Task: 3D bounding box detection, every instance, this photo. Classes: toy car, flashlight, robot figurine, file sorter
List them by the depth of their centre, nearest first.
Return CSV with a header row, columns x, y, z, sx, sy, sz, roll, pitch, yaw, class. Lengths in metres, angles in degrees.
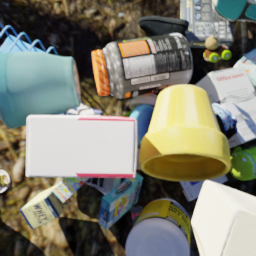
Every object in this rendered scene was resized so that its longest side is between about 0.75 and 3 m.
x,y,z,sx,sy,sz,roll,pitch,yaw,class
2.377,-2.279,7.614,0.662,0.690,0.840,-12,112,3,toy car
1.108,0.117,8.694,2.844,2.132,2.489,13,77,-3,toy car
0.356,3.138,8.888,0.425,0.424,1.251,-8,76,-9,flashlight
3.896,1.139,8.919,1.599,1.403,0.925,-10,110,-23,robot figurine
-3.780,-2.344,9.671,2.437,1.495,1.691,27,79,6,file sorter

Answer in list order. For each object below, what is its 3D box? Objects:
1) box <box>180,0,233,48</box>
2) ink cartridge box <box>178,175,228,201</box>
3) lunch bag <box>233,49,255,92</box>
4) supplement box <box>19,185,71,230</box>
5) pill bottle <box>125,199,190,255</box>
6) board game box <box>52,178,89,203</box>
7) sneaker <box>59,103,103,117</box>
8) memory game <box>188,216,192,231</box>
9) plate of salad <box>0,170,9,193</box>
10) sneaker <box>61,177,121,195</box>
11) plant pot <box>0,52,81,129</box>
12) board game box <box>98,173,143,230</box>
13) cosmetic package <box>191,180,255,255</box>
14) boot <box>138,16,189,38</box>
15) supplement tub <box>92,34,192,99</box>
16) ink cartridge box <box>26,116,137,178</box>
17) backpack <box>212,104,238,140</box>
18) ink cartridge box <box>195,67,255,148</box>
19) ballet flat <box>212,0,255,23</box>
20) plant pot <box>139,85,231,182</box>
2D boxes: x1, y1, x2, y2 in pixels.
x,y,z,sx,sy,sz,roll,pitch,yaw,class
2.926,-4.188,10.573,1.837,0.594,2.330,1,77,0,box
2.467,1.747,9.242,1.535,0.285,0.727,-25,80,-11,ink cartridge box
4.673,-2.047,10.055,1.237,0.594,1.542,-37,79,-8,lunch bag
-2.422,2.310,8.320,1.004,1.005,0.675,-27,97,15,supplement box
0.924,2.806,7.574,1.486,2.643,1.486,0,92,13,pill bottle
-1.420,1.387,7.011,0.832,0.428,0.436,-44,92,6,board game box
-1.680,-0.706,9.703,1.605,0.648,0.927,1,78,2,sneaker
1.316,3.186,9.040,1.479,0.094,1.479,0,77,0,memory game
-4.362,1.789,9.331,0.784,0.188,0.784,0,77,0,plate of salad
-1.168,1.460,8.221,1.557,2.226,0.865,8,92,-20,sneaker
-2.389,-1.131,7.791,1.986,2.114,2.114,-7,76,-4,plant pot
-0.183,1.909,7.398,0.310,0.996,1.320,30,39,27,board game box
1.877,1.639,4.341,1.422,2.746,1.004,19,88,10,cosmetic package
1.124,-3.097,10.187,2.000,0.764,1.681,14,90,23,boot
0.378,-1.855,8.590,2.790,1.709,1.709,-10,76,-9,supplement tub
-0.955,0.332,6.647,2.084,2.879,1.214,1,92,-4,ink cartridge box
2.521,-0.246,7.802,0.708,1.052,0.961,-35,39,-11,backpack
3.407,-0.653,9.175,1.739,0.985,2.372,-14,77,-29,ink cartridge box
3.985,-4.379,10.096,2.917,1.047,1.047,2,74,-28,ballet flat
1.345,0.110,6.798,2.041,2.041,1.920,5,63,1,plant pot
